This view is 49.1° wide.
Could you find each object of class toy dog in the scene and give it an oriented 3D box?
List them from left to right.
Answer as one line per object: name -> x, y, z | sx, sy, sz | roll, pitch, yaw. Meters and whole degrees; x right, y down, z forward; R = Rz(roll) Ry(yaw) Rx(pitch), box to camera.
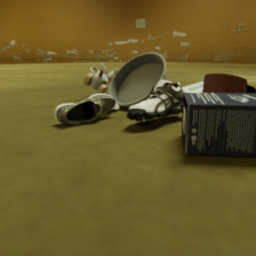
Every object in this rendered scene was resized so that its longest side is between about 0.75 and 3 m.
toy dog -> -1.142, -2.575, 13.794 | 1.616, 1.180, 2.451 | 26, 36, -11

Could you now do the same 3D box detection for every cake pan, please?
cake pan -> 0.429, -1.937, 11.676 | 2.749, 2.749, 0.504 | 17, -20, 45

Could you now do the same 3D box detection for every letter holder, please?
letter holder -> 3.809, -1.245, 10.296 | 1.070, 1.512, 2.128 | -7, 17, -24

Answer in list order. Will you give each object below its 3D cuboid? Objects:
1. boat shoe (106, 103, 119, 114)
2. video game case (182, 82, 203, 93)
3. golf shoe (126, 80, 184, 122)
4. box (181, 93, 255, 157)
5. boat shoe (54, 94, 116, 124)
boat shoe -> -0.684, -0.762, 10.765 | 0.313, 0.383, 1.036 | -35, 0, 25
video game case -> 3.854, -1.793, 13.495 | 2.448, 0.290, 2.228 | -20, 26, -37
golf shoe -> 0.915, -0.918, 9.275 | 2.703, 1.277, 1.051 | -13, 3, -44
box -> 2.559, -0.143, 6.931 | 2.354, 1.228, 1.742 | 2, 16, 8
boat shoe -> -1.294, -0.606, 9.411 | 2.275, 0.813, 0.680 | -18, 22, -34
